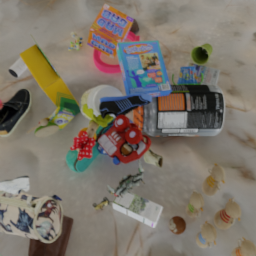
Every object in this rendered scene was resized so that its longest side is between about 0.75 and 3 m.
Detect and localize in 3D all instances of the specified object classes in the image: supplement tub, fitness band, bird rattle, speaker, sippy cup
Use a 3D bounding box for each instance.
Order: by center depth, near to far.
[{"bbox_3d":[-1.153,0.251,8.414,0.973,1.408,1.727,20,63,-11],"label":"bird rattle"},{"bbox_3d":[-0.923,-0.832,9.653,1.205,1.662,1.205,0,91,-24],"label":"supplement tub"},{"bbox_3d":[1.684,-0.613,9.928,2.998,1.837,1.837,0,56,0],"label":"supplement tub"},{"bbox_3d":[2.229,-1.924,10.555,1.026,0.806,0.752,-4,98,-14],"label":"sippy cup"},{"bbox_3d":[-4.622,-2.749,12.176,0.501,0.501,1.234,21,59,14],"label":"speaker"},{"bbox_3d":[-0.495,-3.552,12.751,2.056,0.536,2.863,4,55,6],"label":"fitness band"}]

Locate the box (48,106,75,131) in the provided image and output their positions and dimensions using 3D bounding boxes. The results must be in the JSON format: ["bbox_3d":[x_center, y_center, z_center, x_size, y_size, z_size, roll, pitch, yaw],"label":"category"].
[{"bbox_3d":[-2.415,-0.276,9.745,0.629,1.073,0.259,17,45,-42],"label":"box"}]

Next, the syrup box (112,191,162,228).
[{"bbox_3d":[0.283,2.453,8.609,1.429,0.582,0.563,21,59,14],"label":"syrup box"}]

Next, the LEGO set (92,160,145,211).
[{"bbox_3d":[-0.142,1.789,8.004,1.316,2.026,0.574,-17,58,-42],"label":"LEGO set"}]

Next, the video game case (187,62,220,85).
[{"bbox_3d":[3.059,-2.069,11.917,1.420,0.172,1.560,17,58,11],"label":"video game case"}]

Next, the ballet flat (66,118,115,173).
[{"bbox_3d":[-1.110,0.387,9.847,0.983,0.940,2.793,25,56,38],"label":"ballet flat"}]

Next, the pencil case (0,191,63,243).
[{"bbox_3d":[-3.082,2.155,7.362,2.819,1.261,1.097,2,31,24],"label":"pencil case"}]

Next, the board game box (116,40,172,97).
[{"bbox_3d":[0.485,-1.880,8.997,1.413,0.418,1.858,-7,75,-15],"label":"board game box"}]

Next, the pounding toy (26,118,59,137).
[{"bbox_3d":[-2.838,-0.100,9.355,0.814,1.055,0.490,-26,74,9],"label":"pounding toy"}]

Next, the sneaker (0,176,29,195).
[{"bbox_3d":[-2.697,1.368,6.464,0.895,0.334,0.390,-13,88,12],"label":"sneaker"}]

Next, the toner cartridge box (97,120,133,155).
[{"bbox_3d":[-0.415,0.291,9.316,0.297,0.653,1.374,46,111,37],"label":"toner cartridge box"}]

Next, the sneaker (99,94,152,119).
[{"bbox_3d":[-0.074,-0.616,8.208,1.581,0.554,0.616,-5,78,11],"label":"sneaker"}]

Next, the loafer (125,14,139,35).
[{"bbox_3d":[-0.359,-5.349,13.774,2.131,0.757,0.778,26,60,17],"label":"loafer"}]

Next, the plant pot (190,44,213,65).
[{"bbox_3d":[3.368,-3.364,12.478,0.872,0.872,0.828,32,49,20],"label":"plant pot"}]

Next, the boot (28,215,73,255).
[{"bbox_3d":[-1.719,3.593,7.769,2.477,0.854,2.658,4,52,0],"label":"boot"}]

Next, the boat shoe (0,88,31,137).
[{"bbox_3d":[-4.390,-0.724,10.696,0.842,0.702,2.256,11,55,10],"label":"boat shoe"}]

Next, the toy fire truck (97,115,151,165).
[{"bbox_3d":[-0.114,0.396,7.445,1.110,0.741,1.322,-46,55,4],"label":"toy fire truck"}]

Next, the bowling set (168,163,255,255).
[{"bbox_3d":[2.213,2.636,7.932,1.945,1.500,2.795,-14,57,-10],"label":"bowling set"}]

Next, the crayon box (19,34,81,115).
[{"bbox_3d":[-2.721,-1.645,9.841,0.733,2.841,1.786,-35,67,-7],"label":"crayon box"}]

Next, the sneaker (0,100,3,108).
[{"bbox_3d":[-5.622,-0.357,10.318,1.068,0.908,2.463,18,58,11],"label":"sneaker"}]

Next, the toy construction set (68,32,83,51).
[{"bbox_3d":[-2.455,-4.025,13.110,0.634,0.445,0.967,0,67,0],"label":"toy construction set"}]

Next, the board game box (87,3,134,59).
[{"bbox_3d":[-0.705,-3.676,10.773,1.231,1.231,1.232,28,72,-6],"label":"board game box"}]

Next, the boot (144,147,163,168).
[{"bbox_3d":[0.787,0.846,9.116,0.326,0.905,0.700,-32,33,-30],"label":"boot"}]
